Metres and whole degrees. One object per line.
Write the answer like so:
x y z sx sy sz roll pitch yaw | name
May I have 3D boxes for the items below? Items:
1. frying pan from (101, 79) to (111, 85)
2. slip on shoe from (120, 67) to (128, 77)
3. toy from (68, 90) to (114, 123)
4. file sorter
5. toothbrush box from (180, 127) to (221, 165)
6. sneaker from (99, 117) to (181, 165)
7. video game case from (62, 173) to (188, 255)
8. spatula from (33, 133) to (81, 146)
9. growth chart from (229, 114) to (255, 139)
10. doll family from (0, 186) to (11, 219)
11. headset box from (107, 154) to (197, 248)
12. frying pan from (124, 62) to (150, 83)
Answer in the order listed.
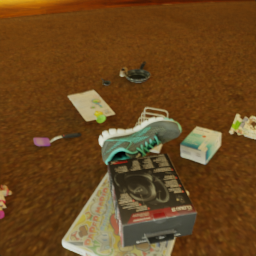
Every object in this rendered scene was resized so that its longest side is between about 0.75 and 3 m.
-1.210 -2.322 14.292 0.726 0.118 0.439 19 40 27 | frying pan
-0.245 -3.123 15.231 0.359 0.286 0.945 9 37 12 | slip on shoe
-1.602 -0.834 11.939 1.255 0.514 2.179 -16 37 -25 | toy
0.842 0.044 10.399 1.028 0.922 1.481 11 38 15 | file sorter
2.570 0.594 9.874 0.964 0.562 1.317 18 38 35 | toothbrush box
0.378 0.573 8.992 2.792 1.083 1.273 -17 44 16 | sneaker
0.067 2.437 7.650 2.583 0.325 2.838 14 39 18 | video game case
-2.622 0.401 10.542 1.761 0.181 0.498 -12 40 -17 | spatula
5.212 0.049 11.010 2.241 0.199 1.622 16 40 17 | growth chart
-4.585 1.907 7.718 2.423 1.092 1.504 -15 39 -19 | doll family
0.529 1.873 7.358 1.822 0.946 2.449 -7 37 -11 | headset box
0.441 -2.970 14.976 1.350 0.363 2.231 -3 35 -5 | frying pan
